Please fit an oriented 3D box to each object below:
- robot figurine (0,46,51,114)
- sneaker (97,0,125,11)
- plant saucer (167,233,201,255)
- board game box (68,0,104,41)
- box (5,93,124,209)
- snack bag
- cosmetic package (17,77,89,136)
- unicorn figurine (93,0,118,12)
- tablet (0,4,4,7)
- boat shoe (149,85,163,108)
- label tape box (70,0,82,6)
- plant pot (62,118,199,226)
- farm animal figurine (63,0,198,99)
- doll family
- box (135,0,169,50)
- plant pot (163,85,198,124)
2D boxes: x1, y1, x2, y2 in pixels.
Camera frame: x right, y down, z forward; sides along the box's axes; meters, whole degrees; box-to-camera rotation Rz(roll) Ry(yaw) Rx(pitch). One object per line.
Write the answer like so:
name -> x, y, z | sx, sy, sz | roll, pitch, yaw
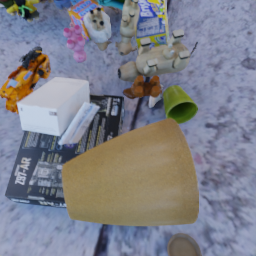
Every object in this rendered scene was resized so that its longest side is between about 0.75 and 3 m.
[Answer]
robot figurine -> -2.520, -1.226, 7.080 | 0.497, 1.238, 1.708 | 29, 65, 3
sneaker -> -0.842, -4.158, 8.069 | 2.700, 1.046, 1.075 | 4, 61, -39
plant saucer -> 1.180, 2.656, 5.957 | 0.796, 0.117, 0.796 | 13, 48, -15
board game box -> -1.246, -3.421, 8.812 | 0.805, 0.805, 0.805 | -39, 61, -13
box -> -1.401, 0.465, 6.945 | 2.334, 0.634, 2.914 | 5, 62, 3
snack bag -> -1.024, -0.083, 6.075 | 0.120, 1.117, 1.053 | 33, 91, 6
cosmetic package -> -1.571, -0.537, 6.229 | 0.916, 0.659, 1.623 | 10, 33, 14
unicorn figurine -> -1.375, -5.183, 8.806 | 1.032, 2.794, 1.919 | -22, 53, -4
tablet -> -3.421, -4.261, 8.406 | 1.904, 2.926, 0.200 | -12, 97, -6
boat shoe -> 0.796, -0.902, 7.867 | 0.292, 0.297, 0.837 | 12, 57, 13
label tape box -> -1.416, -4.771, 9.687 | 1.424, 0.471, 1.020 | -27, 50, -15
plant pot -> -0.071, 1.025, 5.412 | 2.225, 2.073, 2.073 | -10, 63, -8
farm animal figurine -> 0.014, -2.059, 7.468 | 2.910, 1.463, 2.350 | 40, 82, 7
doll family -> -2.762, -3.859, 8.446 | 2.458, 1.420, 0.964 | -24, 92, -1
box -> 0.751, -3.562, 8.792 | 0.920, 1.002, 2.860 | -5, 62, 12
plant pot -> 1.311, -0.682, 7.526 | 0.850, 0.850, 0.818 | -11, 51, -6
